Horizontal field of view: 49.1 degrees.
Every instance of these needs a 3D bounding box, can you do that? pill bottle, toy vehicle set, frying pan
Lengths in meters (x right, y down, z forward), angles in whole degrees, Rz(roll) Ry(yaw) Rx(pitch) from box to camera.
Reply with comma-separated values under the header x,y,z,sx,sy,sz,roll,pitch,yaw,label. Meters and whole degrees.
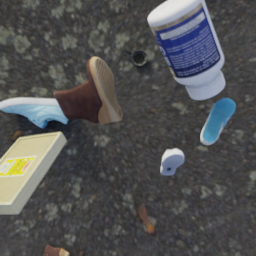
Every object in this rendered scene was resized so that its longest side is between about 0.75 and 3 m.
x,y,z,sx,sy,sz,roll,pitch,yaw,label
1.781,-2.198,7.931,1.524,1.524,2.744,-32,118,-1,pill bottle
-2.959,1.141,7.588,1.642,2.643,0.350,-7,125,24,toy vehicle set
0.238,-2.742,10.983,1.028,0.167,0.622,3,88,2,frying pan

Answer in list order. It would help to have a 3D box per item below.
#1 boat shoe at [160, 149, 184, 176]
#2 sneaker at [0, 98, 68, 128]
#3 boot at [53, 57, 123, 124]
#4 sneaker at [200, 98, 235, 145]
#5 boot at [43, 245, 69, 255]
x,y,z,sx,sy,sz,roll,pitch,yaw,label
1.329,0.978,8.885,0.651,1.770,0.578,7,62,-5,boat shoe
-3.522,-0.534,10.534,2.636,0.974,1.080,0,84,0,sneaker
-1.286,-0.920,7.722,1.893,2.276,0.824,4,51,19,boot
2.681,-0.209,8.540,0.619,0.654,1.618,33,78,12,sneaker
-2.813,5.175,10.784,0.972,0.423,1.168,12,90,12,boot
